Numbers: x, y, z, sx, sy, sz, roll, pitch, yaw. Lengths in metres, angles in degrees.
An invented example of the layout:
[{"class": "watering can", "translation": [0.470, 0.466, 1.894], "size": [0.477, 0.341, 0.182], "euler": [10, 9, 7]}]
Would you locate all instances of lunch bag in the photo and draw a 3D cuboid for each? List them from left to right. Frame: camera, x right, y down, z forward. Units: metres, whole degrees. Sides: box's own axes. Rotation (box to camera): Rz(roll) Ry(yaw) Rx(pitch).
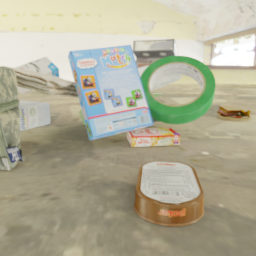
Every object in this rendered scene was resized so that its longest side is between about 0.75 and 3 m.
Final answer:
[{"class": "lunch bag", "translation": [-3.898, -0.169, 6.329], "size": [2.834, 2.377, 1.974], "euler": [-3, 13, -8]}]

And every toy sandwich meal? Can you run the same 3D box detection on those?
[{"class": "toy sandwich meal", "translation": [4.959, -0.695, 13.095], "size": [1.593, 0.546, 1.593], "euler": [0, 12, 0]}]

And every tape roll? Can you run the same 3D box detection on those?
[{"class": "tape roll", "translation": [1.605, -1.313, 9.404], "size": [2.513, 2.513, 0.604], "euler": [2, -30, 11]}]

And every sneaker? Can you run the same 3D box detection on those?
[{"class": "sneaker", "translation": [0.981, -0.527, 11.205], "size": [1.968, 0.660, 0.884], "euler": [-11, -6, 29]}]

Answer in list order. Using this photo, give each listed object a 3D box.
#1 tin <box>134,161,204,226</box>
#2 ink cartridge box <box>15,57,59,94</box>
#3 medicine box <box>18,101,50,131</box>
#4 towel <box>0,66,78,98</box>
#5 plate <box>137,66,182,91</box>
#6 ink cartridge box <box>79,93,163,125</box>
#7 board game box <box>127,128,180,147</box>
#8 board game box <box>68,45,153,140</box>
[{"class": "tin", "translation": [0.743, 1.086, 5.171], "size": [1.176, 0.440, 2.100], "euler": [5, 12, 4]}, {"class": "ink cartridge box", "translation": [-3.562, -2.019, 10.646], "size": [1.625, 0.542, 0.941], "euler": [-32, 62, -31]}, {"class": "medicine box", "translation": [-4.427, -0.534, 11.381], "size": [1.662, 0.939, 1.825], "euler": [7, 15, 29]}, {"class": "towel", "translation": [-2.466, -1.421, 8.869], "size": [1.979, 0.515, 2.986], "euler": [17, 9, 12]}, {"class": "plate", "translation": [0.771, -1.943, 11.236], "size": [2.025, 0.327, 2.021], "euler": [-24, 37, -32]}, {"class": "ink cartridge box", "translation": [-0.318, -1.031, 11.348], "size": [2.886, 0.692, 2.100], "euler": [-30, -13, 39]}, {"class": "board game box", "translation": [0.762, 0.285, 8.946], "size": [1.497, 0.347, 1.134], "euler": [-2, 12, -7]}, {"class": "board game box", "translation": [-0.511, -1.109, 8.318], "size": [1.957, 2.587, 0.473], "euler": [-13, -6, -22]}]
